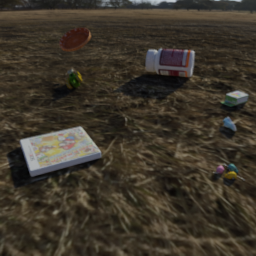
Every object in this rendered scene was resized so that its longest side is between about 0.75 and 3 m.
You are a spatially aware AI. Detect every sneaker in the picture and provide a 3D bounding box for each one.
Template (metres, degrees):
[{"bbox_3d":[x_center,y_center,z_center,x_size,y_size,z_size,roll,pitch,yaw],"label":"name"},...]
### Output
[{"bbox_3d":[4.201,-0.093,11.650,0.351,0.317,0.856,-28,30,12],"label":"sneaker"}]

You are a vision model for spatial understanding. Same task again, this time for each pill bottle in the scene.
[{"bbox_3d":[2.681,-4.193,17.948,2.880,1.644,1.644,9,29,15],"label":"pill bottle"}]

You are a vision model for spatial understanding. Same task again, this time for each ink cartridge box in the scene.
[{"bbox_3d":[5.359,-1.473,14.103,1.295,0.384,0.672,-17,32,-29],"label":"ink cartridge box"}]

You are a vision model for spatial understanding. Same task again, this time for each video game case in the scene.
[{"bbox_3d":[-2.460,0.736,9.993,2.380,0.272,2.166,-13,31,-24],"label":"video game case"}]

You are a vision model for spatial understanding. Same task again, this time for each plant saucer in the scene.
[{"bbox_3d":[-1.651,-2.739,8.734,1.032,0.167,1.032,-9,52,12],"label":"plant saucer"}]

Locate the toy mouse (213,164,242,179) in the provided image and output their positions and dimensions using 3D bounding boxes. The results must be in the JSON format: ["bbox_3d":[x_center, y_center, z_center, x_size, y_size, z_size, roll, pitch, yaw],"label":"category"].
[{"bbox_3d":[3.172,1.320,8.975,0.931,0.180,0.827,4,28,7],"label":"toy mouse"}]

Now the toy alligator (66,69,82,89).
[{"bbox_3d":[-3.145,-2.848,16.465,0.862,0.625,2.601,-33,30,6],"label":"toy alligator"}]
